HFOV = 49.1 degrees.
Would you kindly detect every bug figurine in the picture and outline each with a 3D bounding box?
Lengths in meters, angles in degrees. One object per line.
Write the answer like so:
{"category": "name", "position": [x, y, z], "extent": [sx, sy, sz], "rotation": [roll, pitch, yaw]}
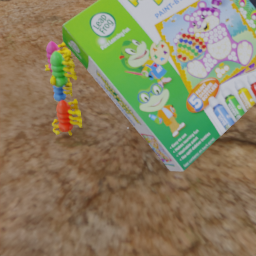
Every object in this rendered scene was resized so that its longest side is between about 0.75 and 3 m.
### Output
{"category": "bug figurine", "position": [-1.398, -0.889, 5.803], "extent": [0.543, 1.638, 2.112], "rotation": [-7, 31, -15]}

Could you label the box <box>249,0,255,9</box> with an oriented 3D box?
{"category": "box", "position": [3.635, -2.876, 7.057], "extent": [1.359, 2.611, 2.377], "rotation": [14, 88, 33]}

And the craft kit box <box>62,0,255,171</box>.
{"category": "craft kit box", "position": [0.959, -1.315, 4.851], "extent": [2.972, 0.721, 2.935], "rotation": [-41, 90, -13]}
